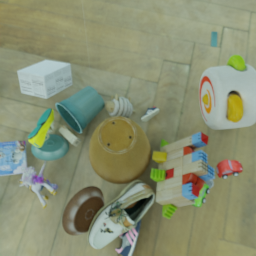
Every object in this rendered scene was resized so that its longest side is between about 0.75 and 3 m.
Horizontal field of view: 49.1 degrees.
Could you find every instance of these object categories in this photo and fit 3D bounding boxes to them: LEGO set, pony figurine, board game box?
[{"bbox_3d":[-0.498,2.827,9.096,1.318,0.856,0.373,-48,34,6],"label":"LEGO set"},{"bbox_3d":[-3.297,1.981,10.259,1.513,1.260,1.460,36,112,12],"label":"pony figurine"},{"bbox_3d":[-4.570,1.168,10.738,1.266,0.275,1.260,-5,77,-14],"label":"board game box"}]

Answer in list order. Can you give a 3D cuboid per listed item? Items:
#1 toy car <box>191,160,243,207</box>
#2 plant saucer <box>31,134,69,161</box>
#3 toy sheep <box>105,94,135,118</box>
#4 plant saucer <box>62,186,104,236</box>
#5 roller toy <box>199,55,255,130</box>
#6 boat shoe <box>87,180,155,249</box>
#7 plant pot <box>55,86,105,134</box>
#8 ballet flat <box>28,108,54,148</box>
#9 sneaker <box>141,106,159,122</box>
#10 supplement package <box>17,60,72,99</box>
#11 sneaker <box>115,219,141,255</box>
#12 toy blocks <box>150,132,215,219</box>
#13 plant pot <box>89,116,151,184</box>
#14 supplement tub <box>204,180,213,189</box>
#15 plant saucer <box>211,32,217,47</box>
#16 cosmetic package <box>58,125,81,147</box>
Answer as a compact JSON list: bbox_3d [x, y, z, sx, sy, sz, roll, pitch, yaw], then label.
[{"bbox_3d":[2.656,1.769,9.758,2.133,0.476,2.007,9,58,41],"label":"toy car"},{"bbox_3d":[-2.989,0.666,10.761,1.429,0.257,1.429,5,39,-4],"label":"plant saucer"},{"bbox_3d":[-0.280,-0.807,11.241,1.427,0.984,0.984,9,70,-31],"label":"toy sheep"},{"bbox_3d":[-1.422,2.919,9.651,0.334,1.826,1.826,19,71,39],"label":"plant saucer"},{"bbox_3d":[3.706,-1.119,10.574,1.824,2.381,2.611,-7,66,-2],"label":"roller toy"},{"bbox_3d":[-0.229,3.065,9.745,2.872,0.982,1.073,-48,119,-14],"label":"boat shoe"},{"bbox_3d":[-1.791,-0.790,10.991,1.483,1.483,1.452,44,68,12],"label":"plant pot"},{"bbox_3d":[-3.198,0.027,10.680,0.656,0.658,1.962,-25,29,24],"label":"ballet flat"},{"bbox_3d":[0.823,-0.589,11.456,0.906,0.339,0.383,-31,57,-22],"label":"sneaker"},{"bbox_3d":[-3.235,-1.959,11.046,1.286,0.915,1.651,14,32,22],"label":"supplement package"},{"bbox_3d":[0.031,3.757,10.019,0.649,0.555,1.582,18,72,1],"label":"sneaker"},{"bbox_3d":[1.999,1.453,9.575,1.442,1.972,2.885,35,48,-30],"label":"toy blocks"},{"bbox_3d":[-0.352,0.606,9.933,2.470,2.650,2.470,0,73,1],"label":"plant pot"},{"bbox_3d":[2.418,2.203,10.375,1.336,0.818,0.818,-36,76,-10],"label":"supplement tub"},{"bbox_3d":[3.915,-4.038,12.724,0.282,0.077,0.807,7,72,2],"label":"plant saucer"},{"bbox_3d":[-2.252,0.312,10.833,0.855,0.450,0.304,40,86,23],"label":"cosmetic package"}]
